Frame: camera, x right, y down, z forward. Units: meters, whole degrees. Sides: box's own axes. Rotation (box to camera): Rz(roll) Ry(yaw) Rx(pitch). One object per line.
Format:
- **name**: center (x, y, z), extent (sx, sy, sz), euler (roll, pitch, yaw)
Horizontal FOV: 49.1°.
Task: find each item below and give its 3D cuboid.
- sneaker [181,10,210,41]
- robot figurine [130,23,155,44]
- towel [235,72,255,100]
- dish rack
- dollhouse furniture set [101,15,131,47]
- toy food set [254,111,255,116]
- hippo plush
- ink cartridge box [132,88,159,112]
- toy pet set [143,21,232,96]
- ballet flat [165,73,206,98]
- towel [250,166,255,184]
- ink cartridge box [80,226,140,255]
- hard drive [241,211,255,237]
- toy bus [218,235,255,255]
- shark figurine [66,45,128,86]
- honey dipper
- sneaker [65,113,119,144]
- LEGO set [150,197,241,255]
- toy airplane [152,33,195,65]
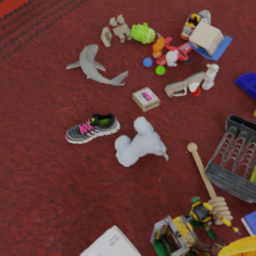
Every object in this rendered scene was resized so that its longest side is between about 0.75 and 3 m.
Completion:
- **sneaker**: center (3.269, -4.926, 13.052), extent (0.844, 0.891, 2.169), euler (28, 57, 19)
- **robot figurine**: center (0.685, -4.219, 12.619), extent (1.139, 0.659, 0.999), euler (17, 54, -7)
- **towel**: center (5.002, -1.649, 10.980), extent (0.978, 0.328, 1.325), euler (-26, 58, -17)
- **dish rack**: center (3.662, 0.944, 8.691), extent (2.090, 0.743, 2.724), euler (26, 49, 19)
- **dollhouse furniture set**: center (-0.550, -4.222, 12.492), extent (1.170, 1.025, 0.777), euler (-13, 48, 23)
- **toy food set**: center (5.223, -0.837, 9.985), extent (1.647, 0.969, 0.538), euler (-33, 61, -23)
- **hippo plush**: center (0.359, 0.701, 8.916), extent (1.397, 1.384, 1.738), euler (-34, 47, 9)
- **ink cartridge box**: center (0.664, -1.074, 10.549), extent (0.693, 0.316, 0.841), euler (-27, 55, -17)
- **toy pet set**: center (2.640, -2.899, 11.512), extent (2.867, 1.522, 2.677), euler (40, 103, 27)
- **ballet flat**: center (2.181, -1.535, 10.471), extent (1.597, 0.544, 0.537), euler (-20, 76, 26)
- **towel**: center (4.950, 1.924, 8.414), extent (2.449, 0.221, 1.054), euler (25, 58, 17)
- **ink cartridge box**: center (-0.559, 3.343, 6.125), extent (1.621, 2.197, 0.940), euler (-37, 62, -24)
- **hard drive**: center (4.593, 3.301, 7.190), extent (1.916, 0.368, 2.904), euler (-20, 58, -11)
- **toy bus**: center (2.433, 3.201, 5.045), extent (2.004, 2.835, 2.953), euler (-8, 86, 4)
- **shark figurine**: center (-1.374, -2.570, 11.073), extent (1.745, 1.219, 2.921), euler (-22, 54, -22)
- **honey dipper**: center (2.350, 1.558, 8.540), extent (0.510, 0.510, 2.685), euler (-11, 52, -8)
- **sneaker**: center (-1.224, -0.069, 9.498), extent (1.900, 0.831, 0.701), euler (-15, 55, -10)
- **LEGO set**: center (1.853, 3.022, 6.671), extent (2.254, 1.698, 2.931), euler (-15, 56, -11)
- **toy airplane**: center (1.929, -3.410, 12.223), extent (2.283, 0.420, 2.283), euler (-3, 57, 5)
